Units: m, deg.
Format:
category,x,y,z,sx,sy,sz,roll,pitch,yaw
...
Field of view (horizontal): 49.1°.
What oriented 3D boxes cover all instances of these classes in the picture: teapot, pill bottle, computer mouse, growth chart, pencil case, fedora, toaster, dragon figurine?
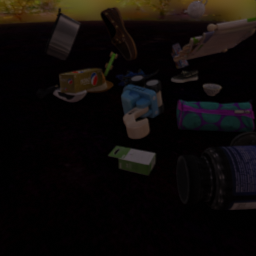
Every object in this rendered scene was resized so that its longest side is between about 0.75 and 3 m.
category,x,y,z,sx,sy,sz,roll,pitch,yaw
teapot,2.992,-5.290,12.357,0.821,0.832,0.608,17,-7,25
pill bottle,2.692,1.220,6.933,2.771,1.550,1.550,-1,27,-4
computer mouse,-3.121,-1.613,13.682,2.628,0.577,1.441,13,24,35
growth chart,2.018,-1.986,6.488,1.656,0.203,2.288,-11,-1,-8
pencil case,3.234,-0.462,10.573,2.786,1.287,1.185,2,70,7
fedora,-1.950,-2.670,15.270,2.359,0.962,2.359,0,27,0
toaster,-2.832,-3.899,11.958,1.020,1.555,1.719,21,-6,-19
dragon figurine,0.537,-2.779,15.736,2.481,0.730,1.233,-2,27,-3

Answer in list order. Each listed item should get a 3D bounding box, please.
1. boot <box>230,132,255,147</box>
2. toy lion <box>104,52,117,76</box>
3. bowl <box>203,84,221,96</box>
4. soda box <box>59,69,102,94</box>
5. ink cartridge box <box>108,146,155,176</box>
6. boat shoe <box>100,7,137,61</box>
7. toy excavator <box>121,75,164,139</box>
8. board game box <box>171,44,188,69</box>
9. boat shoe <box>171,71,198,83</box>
category,x,y,z,sx,sy,sz,roll,pitch,yaw
boot,4.426,0.847,8.590,2.083,0.721,1.813,0,26,-5
toy lion,-0.755,-2.537,11.325,0.296,0.862,0.826,23,33,-9
bowl,4.272,-1.910,14.351,0.914,0.429,0.914,1,26,0
soda box,-1.731,-1.806,10.619,0.645,0.682,2.014,6,19,24
ink cartridge box,0.118,0.990,8.658,1.331,0.395,0.691,10,29,19
boat shoe,-0.473,-4.116,12.571,0.866,2.463,0.867,-36,14,-37
toy excavator,0.384,-0.751,11.357,2.848,1.422,2.769,-35,40,-30
board game box,1.835,-2.618,10.236,0.264,0.856,0.857,-24,11,1
boat shoe,3.310,-3.051,16.436,1.809,0.576,0.640,-14,30,-25
